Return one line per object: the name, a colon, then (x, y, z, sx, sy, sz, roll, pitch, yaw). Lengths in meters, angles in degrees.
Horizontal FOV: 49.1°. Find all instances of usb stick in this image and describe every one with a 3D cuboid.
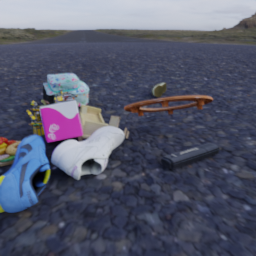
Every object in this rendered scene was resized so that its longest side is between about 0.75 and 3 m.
usb stick: (1.951, 0.841, 8.641, 2.062, 0.336, 0.572, -13, 26, -29)

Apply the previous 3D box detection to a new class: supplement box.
supplement box: (-2.224, -0.171, 9.127, 1.117, 1.093, 2.161, -12, 2, -18)

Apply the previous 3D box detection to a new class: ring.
ring: (1.317, -0.674, 9.300, 2.901, 0.278, 2.901, -6, -3, 0)

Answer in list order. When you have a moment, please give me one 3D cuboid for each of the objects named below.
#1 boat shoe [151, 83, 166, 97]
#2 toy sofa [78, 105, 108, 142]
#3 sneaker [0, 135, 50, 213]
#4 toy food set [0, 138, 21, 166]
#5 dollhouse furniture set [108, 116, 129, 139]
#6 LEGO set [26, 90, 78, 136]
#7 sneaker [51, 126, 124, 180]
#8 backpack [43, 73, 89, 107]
boat shoe: (1.622, -2.129, 15.777, 0.612, 0.665, 1.862, 0, 20, 29)
toy sofa: (-1.371, -0.062, 10.333, 0.836, 0.985, 2.020, 11, 17, -18)
sneaker: (-2.379, 1.034, 7.176, 1.123, 0.944, 2.864, -10, 26, 3)
toy food set: (-4.006, 0.724, 8.824, 1.710, 0.416, 1.692, 15, 26, 31)
dollhouse furniture set: (-0.403, -0.020, 10.066, 0.716, 0.780, 0.507, 7, 67, 21)
LEGO set: (-3.047, -0.835, 11.233, 2.020, 1.522, 2.627, -3, 22, -8)
sneaker: (-0.910, 0.792, 8.323, 1.317, 0.990, 2.644, 36, 38, 27)
backpack: (-2.995, -1.778, 13.683, 2.125, 1.600, 1.886, -2, 28, -24)
